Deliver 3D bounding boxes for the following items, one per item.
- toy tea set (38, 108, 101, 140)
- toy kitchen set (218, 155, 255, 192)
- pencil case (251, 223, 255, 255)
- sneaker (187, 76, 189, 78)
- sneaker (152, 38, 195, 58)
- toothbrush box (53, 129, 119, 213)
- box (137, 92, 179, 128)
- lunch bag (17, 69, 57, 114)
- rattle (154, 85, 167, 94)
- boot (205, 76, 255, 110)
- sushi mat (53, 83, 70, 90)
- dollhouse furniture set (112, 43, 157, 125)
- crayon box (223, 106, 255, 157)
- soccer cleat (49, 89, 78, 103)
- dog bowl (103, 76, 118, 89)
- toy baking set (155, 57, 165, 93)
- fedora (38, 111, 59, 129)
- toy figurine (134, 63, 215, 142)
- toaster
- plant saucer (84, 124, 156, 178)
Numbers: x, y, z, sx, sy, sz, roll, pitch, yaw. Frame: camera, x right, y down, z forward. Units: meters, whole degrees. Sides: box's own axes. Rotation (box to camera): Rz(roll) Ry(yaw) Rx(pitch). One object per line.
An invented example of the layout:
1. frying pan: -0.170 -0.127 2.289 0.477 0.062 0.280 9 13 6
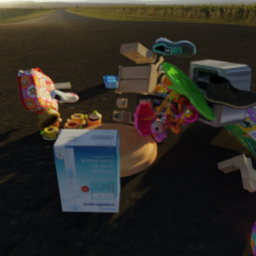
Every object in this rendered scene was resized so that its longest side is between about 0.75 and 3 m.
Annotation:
1. toy tea set: -2.200 -0.339 10.523 2.337 0.865 1.390 -12 29 -23
2. toy kitchen set: 3.129 1.387 7.781 0.761 0.841 0.933 26 50 -34
3. pencil case: 3.294 2.315 5.414 1.679 0.742 0.742 6 27 14
4. sneaker: 3.523 -2.807 15.422 1.553 0.889 0.594 4 35 12
5. sneaker: 1.501 -2.633 9.490 1.518 0.589 0.693 15 36 28
6. toothbrush box: -0.906 1.035 6.633 1.385 1.891 0.807 2 29 1
7. box: 1.133 -0.679 10.480 1.594 1.267 0.367 11 36 20
8. lunch bag: -3.464 -1.465 10.855 0.809 1.739 1.974 -13 -7 7
9. rattle: 1.256 -1.706 10.693 0.634 0.578 0.888 3 64 11
10. boot: 2.810 -0.979 7.478 1.448 1.002 0.561 2 65 14
11. sushi mat: -4.054 -2.238 15.174 1.831 0.111 0.876 -6 26 -12
12. dollhouse furniture set: 0.475 -1.574 10.515 1.486 2.868 1.269 5 -4 34
13. crayon box: 4.372 -0.112 9.755 1.386 0.680 2.334 -19 33 -4
14. soccer cleat: -2.279 -1.036 9.994 1.105 0.386 0.477 10 39 -37
15. dog bowl: -0.954 -2.540 15.509 0.781 0.347 1.401 -3 26 -7
16. toy baking set: 1.234 -2.119 11.354 0.180 1.551 1.190 -4 5 34
17. fedora: -2.629 -0.304 9.068 0.844 0.844 0.344 -26 73 -41
18. toy figurine: 1.181 -0.429 8.716 1.782 2.184 2.373 12 40 -46
19. toaster: 2.975 -1.140 9.316 1.287 1.962 2.169 -11 24 -28
20. plant saucer: -0.575 0.566 9.167 3.001 0.484 3.001 0 26 0
